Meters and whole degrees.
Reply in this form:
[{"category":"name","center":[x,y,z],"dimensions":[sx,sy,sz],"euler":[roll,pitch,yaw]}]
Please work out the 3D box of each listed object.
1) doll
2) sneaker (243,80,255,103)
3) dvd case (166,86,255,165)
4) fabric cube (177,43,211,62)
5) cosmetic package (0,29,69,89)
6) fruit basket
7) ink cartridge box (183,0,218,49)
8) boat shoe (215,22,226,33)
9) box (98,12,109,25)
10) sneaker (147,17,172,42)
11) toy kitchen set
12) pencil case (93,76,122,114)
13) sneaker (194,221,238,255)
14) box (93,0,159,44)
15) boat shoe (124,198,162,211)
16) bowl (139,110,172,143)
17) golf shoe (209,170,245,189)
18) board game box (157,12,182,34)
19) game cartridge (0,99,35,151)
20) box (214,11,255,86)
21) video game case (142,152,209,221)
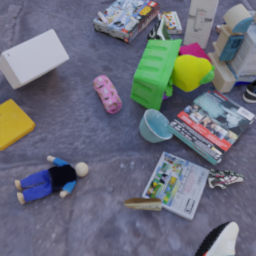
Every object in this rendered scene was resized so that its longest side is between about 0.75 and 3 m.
[{"category":"doll","center":[-2.151,1.436,8.078],"dimensions":[2.034,0.493,1.388],"euler":[-17,58,-12]},{"category":"sneaker","center":[4.971,-1.375,9.784],"dimensions":[1.677,0.938,0.613],"euler":[-8,53,-7]},{"category":"dvd case","center":[2.757,-0.191,9.138],"dimensions":[1.920,0.289,2.629],"euler":[38,58,20]},{"category":"fabric cube","center":[2.335,-2.450,10.477],"dimensions":[0.941,0.924,0.938],"euler":[-21,66,-17]},{"category":"cosmetic package","center":[-3.349,-2.330,9.779],"dimensions":[1.859,1.865,1.146],"euler":[-36,107,-23]},{"category":"fruit basket","center":[1.542,-1.745,9.491],"dimensions":[2.619,1.889,2.619],"euler":[3,57,-5]},{"category":"ink cartridge box","center":[3.016,-4.730,11.298],"dimensions":[0.976,2.358,1.728],"euler":[14,56,10]},{"category":"boat shoe","center":[4.292,-4.186,12.075],"dimensions":[0.498,0.401,1.074],"euler":[-32,60,-4]},{"category":"box","center":[-1.072,-4.670,11.945],"dimensions":[0.148,0.158,0.764],"euler":[-34,59,2]},{"category":"sneaker","center":[1.451,-3.511,11.518],"dimensions":[1.137,0.986,2.565],"euler":[29,48,-24]},{"category":"toy kitchen set","center":[4.226,-2.718,9.782],"dimensions":[2.081,2.597,1.530],"euler":[-8,57,-13]},{"category":"pencil case","center":[-0.730,-1.179,9.852],"dimensions":[0.596,0.623,1.440],"euler":[-16,55,-20]},{"category":"sneaker","center":[2.137,3.361,6.634],"dimensions":[1.088,0.819,2.327],"euler":[41,63,9]},{"category":"box","center":[-0.030,-5.007,12.613],"dimensions":[1.849,0.539,2.701],"euler":[27,59,19]},{"category":"boat shoe","center":[0.397,2.100,7.570],"dimensions":[1.029,0.322,0.377],"euler":[-1,13,2]},{"category":"bowl","center":[0.790,0.026,8.864],"dimensions":[1.119,0.585,1.119],"euler":[26,42,-26]},{"category":"golf shoe","center":[2.837,1.500,8.137],"dimensions":[1.137,0.439,0.501],"euler":[6,95,-13]},{"category":"board game box","center":[1.842,-4.722,12.599],"dimensions":[0.861,0.236,1.365],"euler":[-5,55,-4]},{"category":"game cartridge","center":[-4.074,-0.134,9.369],"dimensions":[1.368,0.252,1.552],"euler":[-38,65,-24]},{"category":"box","center":[4.200,-2.850,10.174],"dimensions":[1.032,1.967,1.809],"euler":[-6,55,-12]},{"category":"video game case","center":[1.405,1.636,8.134],"dimensions":[1.487,0.180,1.632],"euler":[22,58,15]}]
